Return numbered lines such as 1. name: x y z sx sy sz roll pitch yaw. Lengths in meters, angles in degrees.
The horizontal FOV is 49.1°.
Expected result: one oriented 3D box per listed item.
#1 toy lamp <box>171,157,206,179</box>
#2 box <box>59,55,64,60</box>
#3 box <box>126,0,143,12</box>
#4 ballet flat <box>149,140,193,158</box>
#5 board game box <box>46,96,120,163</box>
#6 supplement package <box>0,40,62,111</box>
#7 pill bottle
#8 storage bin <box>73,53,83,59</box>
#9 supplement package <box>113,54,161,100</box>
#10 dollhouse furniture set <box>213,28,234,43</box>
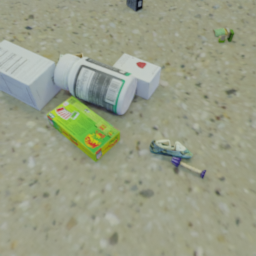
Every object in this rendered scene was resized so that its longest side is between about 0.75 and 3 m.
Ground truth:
1. toy lamp: 1.907 1.239 8.910 1.129 0.329 0.329 25 58 17
2. box: -2.374 -2.589 11.465 0.907 0.165 0.655 9 73 -12
3. box: 0.335 -6.469 14.151 0.486 0.788 0.782 -36 66 -23
4. ballet flat: 1.420 0.656 9.168 1.447 0.537 0.537 7 55 4
5. board game box: -1.544 -0.009 9.660 2.369 0.564 1.203 36 62 23
6. supplement package: -4.013 -2.013 10.562 2.513 1.429 1.376 27 60 17
7. pill bottle: -1.167 -1.630 10.127 2.705 1.530 1.530 23 57 11
8. storage bin: -2.258 -2.502 11.514 1.007 0.475 1.014 -14 56 -10
9. supplement package: 0.313 -1.995 10.845 1.616 0.968 0.980 25 58 17
10. dollhouse furniture set: 4.375 -4.418 12.888 0.628 0.481 0.959 -5 54 -3
